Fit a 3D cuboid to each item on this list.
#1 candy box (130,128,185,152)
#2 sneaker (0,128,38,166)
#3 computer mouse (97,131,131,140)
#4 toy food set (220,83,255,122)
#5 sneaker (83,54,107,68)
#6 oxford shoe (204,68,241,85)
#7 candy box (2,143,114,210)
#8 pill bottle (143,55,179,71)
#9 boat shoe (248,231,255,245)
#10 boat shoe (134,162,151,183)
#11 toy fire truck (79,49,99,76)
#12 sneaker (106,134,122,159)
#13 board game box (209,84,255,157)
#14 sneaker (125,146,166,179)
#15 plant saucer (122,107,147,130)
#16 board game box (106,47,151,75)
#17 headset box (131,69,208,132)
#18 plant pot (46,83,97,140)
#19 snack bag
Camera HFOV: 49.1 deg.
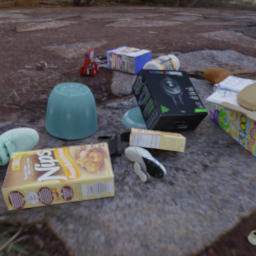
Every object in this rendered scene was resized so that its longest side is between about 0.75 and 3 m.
[{"bbox_3d":[0.953,0.394,9.482,1.770,0.490,1.022,7,6,-1],"label":"candy box"},{"bbox_3d":[-3.896,0.948,8.510,2.621,0.965,1.546,-23,31,-19],"label":"sneaker"},{"bbox_3d":[-0.360,0.344,10.275,1.518,0.258,0.445,-8,-10,-3],"label":"computer mouse"},{"bbox_3d":[4.365,-0.894,8.860,2.613,0.524,1.804,-30,34,-17],"label":"toy food set"},{"bbox_3d":[-1.934,-4.254,17.761,1.894,0.818,0.761,-12,31,-19],"label":"sneaker"},{"bbox_3d":[4.770,-2.324,14.301,1.011,1.012,2.837,-23,37,-20],"label":"oxford shoe"},{"bbox_3d":[-1.912,1.318,8.047,2.860,0.791,1.651,-5,31,-9],"label":"candy box"},{"bbox_3d":[1.891,-3.279,15.584,1.302,1.302,2.238,20,36,31],"label":"pill bottle"},{"bbox_3d":[3.231,2.513,6.491,0.863,0.287,0.319,-5,30,-9],"label":"boat shoe"},{"bbox_3d":[0.426,1.372,8.550,0.240,0.282,0.842,15,24,-32],"label":"boat shoe"},{"bbox_3d":[-2.311,-3.821,16.492,0.881,1.320,1.572,5,30,8],"label":"toy fire truck"},{"bbox_3d":[-0.582,0.627,9.674,0.675,0.389,1.294,0,33,-9],"label":"sneaker"},{"bbox_3d":[4.551,-0.451,10.381,1.569,1.541,2.992,-8,31,-14],"label":"board game box"},{"bbox_3d":[0.597,1.012,8.839,0.594,0.589,1.638,-21,38,-38],"label":"sneaker"},{"bbox_3d":[0.803,-0.429,11.637,2.122,0.291,2.122,1,29,0],"label":"plant saucer"},{"bbox_3d":[0.069,-4.200,17.300,2.191,1.061,1.747,20,35,35],"label":"board game box"},{"bbox_3d":[1.548,-0.971,10.653,2.097,1.117,2.408,-2,56,-24],"label":"headset box"},{"bbox_3d":[-2.144,-0.763,10.706,2.011,1.614,2.011,5,30,-3],"label":"plant pot"},{"bbox_3d":[4.259,-1.142,9.743,2.483,0.282,2.634,21,37,32],"label":"snack bag"}]
